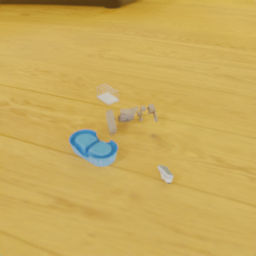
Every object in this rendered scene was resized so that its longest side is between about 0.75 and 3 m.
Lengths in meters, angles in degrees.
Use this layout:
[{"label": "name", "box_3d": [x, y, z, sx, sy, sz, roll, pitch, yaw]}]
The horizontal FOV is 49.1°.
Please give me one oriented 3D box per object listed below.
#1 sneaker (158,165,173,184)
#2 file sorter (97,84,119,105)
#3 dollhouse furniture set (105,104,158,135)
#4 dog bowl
[{"label": "sneaker", "box_3d": [1.204, 1.549, 9.389, 0.363, 0.352, 0.995, 12, 12, -13]}, {"label": "file sorter", "box_3d": [-0.994, -1.641, 13.584, 0.663, 0.595, 0.955, -27, 44, -31]}, {"label": "dollhouse furniture set", "box_3d": [0.122, -0.302, 11.667, 2.004, 1.039, 0.887, -10, 77, -13]}, {"label": "dog bowl", "box_3d": [-1.287, 0.753, 10.371, 2.022, 0.501, 1.127, 25, 43, 31]}]
